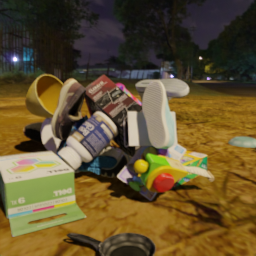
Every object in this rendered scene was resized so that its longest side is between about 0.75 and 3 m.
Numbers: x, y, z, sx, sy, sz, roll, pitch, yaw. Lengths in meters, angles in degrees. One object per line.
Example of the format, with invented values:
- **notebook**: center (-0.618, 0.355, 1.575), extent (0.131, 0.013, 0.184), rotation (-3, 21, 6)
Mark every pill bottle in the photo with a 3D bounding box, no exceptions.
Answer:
- **pill bottle**: center (-2.709, 0.084, 11.745), extent (1.735, 1.735, 2.995), rotation (-2, 11, -10)
- **pill bottle**: center (-1.165, 0.394, 8.060), extent (1.666, 0.925, 0.925), rotation (-45, 29, -18)

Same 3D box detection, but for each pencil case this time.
- **pencil case**: center (0.107, -1.117, 14.443), extent (1.224, 1.224, 2.770), rotation (11, -19, 46)

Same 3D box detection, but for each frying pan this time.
- **frying pan**: center (-0.316, 2.090, 4.725), extent (1.568, 0.255, 0.948), rotation (-2, 9, -3)

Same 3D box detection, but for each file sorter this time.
- **file sorter**: center (0.539, 0.077, 7.341), extent (1.234, 0.856, 0.768), rotation (0, -10, -12)

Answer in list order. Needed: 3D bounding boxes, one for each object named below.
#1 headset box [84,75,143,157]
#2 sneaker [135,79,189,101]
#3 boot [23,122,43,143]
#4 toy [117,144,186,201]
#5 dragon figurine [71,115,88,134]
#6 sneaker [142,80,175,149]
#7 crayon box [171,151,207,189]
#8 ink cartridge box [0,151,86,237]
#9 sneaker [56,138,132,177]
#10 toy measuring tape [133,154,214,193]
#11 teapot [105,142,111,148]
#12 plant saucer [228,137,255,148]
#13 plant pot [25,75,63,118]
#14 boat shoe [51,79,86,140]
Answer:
- **headset box**: center (-0.366, -0.359, 9.024), extent (0.960, 1.849, 2.485), rotation (-39, 66, -17)
- **sneaker**: center (1.174, -1.168, 9.395), extent (0.782, 0.758, 2.143), rotation (-39, 33, -26)
- **boot**: center (-4.377, 0.227, 13.753), extent (1.735, 0.972, 2.508), rotation (2, -4, 35)
- **toy**: center (0.680, 0.858, 7.386), extent (1.070, 0.439, 1.858), rotation (33, 61, 15)
- **dragon figurine**: center (-1.621, -0.212, 9.573), extent (0.776, 1.561, 0.459), rotation (-5, 2, -25)
- **sneaker**: center (0.780, -0.292, 6.769), extent (0.623, 1.686, 0.691), rotation (-11, -17, 34)
- **crayon box**: center (1.444, 1.203, 8.677), extent (1.182, 0.580, 1.990), rotation (10, 15, 43)
- **ink cartridge box**: center (-2.265, 1.380, 6.889), extent (1.541, 0.880, 2.968), rotation (-5, 11, -28)
- **sneaker**: center (-1.039, 1.025, 9.072), extent (2.880, 1.080, 1.248), rotation (11, -3, 29)
- **toy measuring tape**: center (1.082, 1.238, 6.934), extent (2.419, 0.890, 0.890), rotation (18, -1, -32)
- **teapot**: center (-1.004, 0.714, 10.931), extent (0.689, 0.931, 0.943), rotation (26, 39, 23)
- **plant saucer**: center (5.382, 0.613, 12.957), extent (1.439, 0.277, 1.439), rotation (0, 11, 0)
- **plant pot**: center (-3.115, -1.004, 10.348), extent (1.131, 1.593, 1.593), rotation (-22, -2, 31)
- **boat shoe**: center (-1.765, -0.420, 8.466), extent (0.680, 2.098, 0.755), rotation (31, 29, 19)
